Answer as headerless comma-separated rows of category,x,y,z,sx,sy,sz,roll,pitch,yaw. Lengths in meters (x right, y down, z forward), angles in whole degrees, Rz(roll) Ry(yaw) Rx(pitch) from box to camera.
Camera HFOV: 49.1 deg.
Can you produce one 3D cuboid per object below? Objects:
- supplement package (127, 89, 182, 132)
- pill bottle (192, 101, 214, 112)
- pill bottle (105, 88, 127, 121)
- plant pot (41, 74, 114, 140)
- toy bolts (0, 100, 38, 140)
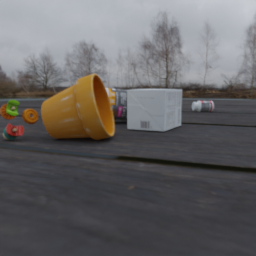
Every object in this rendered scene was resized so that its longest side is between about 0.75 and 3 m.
supplement package,1.114,-0.774,11.276,1.567,1.556,2.065,4,9,27
pill bottle,5.211,-1.504,19.611,1.372,0.760,0.760,-1,8,-7
pill bottle,-0.001,-1.040,13.086,2.521,1.467,1.467,3,7,-14
plant pot,-1.583,-0.475,8.685,1.807,1.974,1.974,-14,6,9
toy bolts,-3.478,-0.136,8.715,1.077,1.128,0.782,19,-28,-36
